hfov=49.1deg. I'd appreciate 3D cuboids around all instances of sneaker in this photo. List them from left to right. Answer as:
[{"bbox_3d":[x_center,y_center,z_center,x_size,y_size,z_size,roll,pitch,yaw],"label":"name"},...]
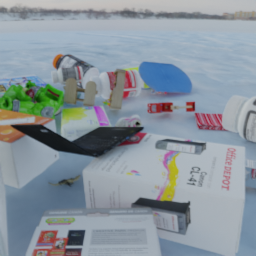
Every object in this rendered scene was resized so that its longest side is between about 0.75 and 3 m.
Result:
[{"bbox_3d":[0.042,-0.131,9.570,1.014,0.412,0.447,-21,41,-22],"label":"sneaker"}]

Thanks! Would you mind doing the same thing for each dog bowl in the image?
[{"bbox_3d":[-3.498,-0.932,11.038,1.648,0.608,1.648,2,25,-1],"label":"dog bowl"}]

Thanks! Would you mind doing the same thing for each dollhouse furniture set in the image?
[{"bbox_3d":[-1.323,-1.585,10.832,2.237,1.486,1.961,7,2,-9],"label":"dollhouse furniture set"}]

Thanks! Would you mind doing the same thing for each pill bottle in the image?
[{"bbox_3d":[-2.558,-2.181,11.770,1.248,0.691,0.691,-9,25,-15],"label":"pill bottle"},{"bbox_3d":[-2.717,-2.917,14.111,2.356,1.251,1.251,31,35,23],"label":"pill bottle"},{"bbox_3d":[-0.588,-1.951,12.701,2.154,1.209,1.209,-8,25,-18],"label":"pill bottle"},{"bbox_3d":[4.229,-0.159,8.425,2.446,1.392,1.392,22,32,38],"label":"pill bottle"}]

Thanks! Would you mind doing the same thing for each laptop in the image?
[{"bbox_3d":[-1.116,-0.005,6.137,2.115,1.092,1.875,-30,19,-34],"label":"laptop"}]

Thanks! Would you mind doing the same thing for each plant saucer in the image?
[{"bbox_3d":[-2.613,-1.322,12.185,1.157,0.158,1.157,-14,27,8],"label":"plant saucer"}]

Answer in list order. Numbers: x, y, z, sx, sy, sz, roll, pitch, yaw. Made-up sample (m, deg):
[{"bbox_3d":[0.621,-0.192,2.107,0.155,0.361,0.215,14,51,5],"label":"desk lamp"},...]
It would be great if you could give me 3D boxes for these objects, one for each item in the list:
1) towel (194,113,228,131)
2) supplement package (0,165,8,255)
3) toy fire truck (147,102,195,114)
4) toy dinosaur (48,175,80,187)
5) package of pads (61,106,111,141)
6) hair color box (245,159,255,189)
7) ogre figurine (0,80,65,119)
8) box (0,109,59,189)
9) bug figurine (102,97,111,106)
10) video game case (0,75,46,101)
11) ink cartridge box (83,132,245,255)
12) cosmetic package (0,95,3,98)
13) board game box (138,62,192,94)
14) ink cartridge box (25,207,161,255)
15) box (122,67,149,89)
[{"bbox_3d":[3.447,-0.257,10.113,1.952,0.219,1.411,3,23,6],"label":"towel"},{"bbox_3d":[-3.334,1.331,4.824,2.127,1.564,2.034,-9,26,-22],"label":"supplement package"},{"bbox_3d":[1.631,-0.762,10.497,1.623,0.396,1.145,-8,8,-42],"label":"toy fire truck"},{"bbox_3d":[-1.504,1.291,6.641,0.782,0.186,0.345,-9,3,-13],"label":"toy dinosaur"},{"bbox_3d":[-1.438,-0.114,9.211,1.524,0.673,1.973,-6,24,-13],"label":"package of pads"},{"bbox_3d":[2.519,1.003,6.747,1.572,0.477,0.778,9,12,21],"label":"hair color box"},{"bbox_3d":[-3.133,-0.924,9.538,1.656,1.355,2.762,17,-1,-4],"label":"ogre figurine"},{"bbox_3d":[-3.359,0.397,7.343,2.541,1.239,1.581,10,26,21],"label":"box"},{"bbox_3d":[-0.699,-1.106,12.030,0.652,0.216,0.840,9,29,34],"label":"bug figurine"},{"bbox_3d":[-5.241,-1.775,13.000,2.597,0.651,2.865,-15,28,-28],"label":"video game case"},{"bbox_3d":[0.823,1.097,5.750,2.863,1.226,2.113,6,24,21],"label":"ink cartridge box"},{"bbox_3d":[-5.544,-0.421,9.398,2.521,1.137,1.347,-5,23,-3],"label":"cosmetic package"},{"bbox_3d":[1.727,-2.305,13.710,2.784,0.542,2.200,-1,50,-24],"label":"board game box"},{"bbox_3d":[-0.486,2.036,4.183,1.916,0.803,1.682,0,24,0],"label":"ink cartridge box"},{"bbox_3d":[0.778,-2.724,15.114,1.624,0.635,2.663,-17,29,-36],"label":"box"}]
